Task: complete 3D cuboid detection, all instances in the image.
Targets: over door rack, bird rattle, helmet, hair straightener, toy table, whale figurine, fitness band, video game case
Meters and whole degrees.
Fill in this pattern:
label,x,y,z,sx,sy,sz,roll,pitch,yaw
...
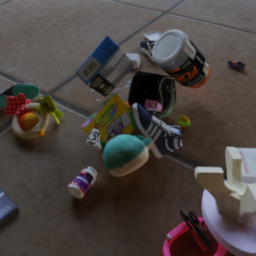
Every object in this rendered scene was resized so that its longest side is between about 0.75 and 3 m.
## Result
label,x,y,z,sx,sy,sz,roll,pitch,yaw
over door rack,-0.858,-2.000,12.487,1.700,0.566,1.256,-26,68,-6
bird rattle,-3.905,-0.500,11.082,2.336,1.316,1.905,2,61,7
helmet,0.962,-1.193,11.200,1.999,1.906,1.999,10,14,-2
hair straightener,1.935,2.768,8.041,0.533,0.284,1.386,-28,70,-23
toy table,3.098,1.880,7.744,2.581,1.644,2.808,-4,27,-9
whale figurine,-0.063,0.670,9.384,1.782,1.162,2.240,-28,11,21
fitness band,1.840,3.279,7.743,1.864,0.349,1.339,-25,50,-25
video game case,-4.762,2.388,8.776,2.276,0.216,1.626,33,53,27

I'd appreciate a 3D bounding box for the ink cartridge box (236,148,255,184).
label,x,y,z,sx,sy,sz,roll,pitch,yaw
ink cartridge box,4.437,1.382,9.413,1.724,0.730,1.246,3,45,1

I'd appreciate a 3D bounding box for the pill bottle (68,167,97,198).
label,x,y,z,sx,sy,sz,roll,pitch,yaw
pill bottle,-1.456,1.760,9.154,0.563,0.563,1.001,22,49,21

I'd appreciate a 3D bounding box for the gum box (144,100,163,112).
label,x,y,z,sx,sy,sz,roll,pitch,yaw
gum box,0.911,-0.764,9.872,0.453,0.799,0.264,10,88,19

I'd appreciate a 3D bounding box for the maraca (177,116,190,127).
label,x,y,z,sx,sy,sz,roll,pitch,yaw
maraca,2.225,-0.245,11.191,0.534,0.417,0.780,13,18,2

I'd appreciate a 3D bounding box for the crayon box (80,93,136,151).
label,x,y,z,sx,sy,sz,roll,pitch,yaw
crayon box,-0.603,-0.132,10.044,1.701,1.468,0.496,-51,28,-21

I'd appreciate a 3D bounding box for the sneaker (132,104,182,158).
label,x,y,z,sx,sy,sz,roll,pitch,yaw
sneaker,1.068,-0.041,9.561,1.205,2.221,0.778,-21,25,21

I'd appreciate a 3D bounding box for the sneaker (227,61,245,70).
label,x,y,z,sx,sy,sz,roll,pitch,yaw
sneaker,5.587,-3.313,14.427,0.931,0.365,0.351,25,49,23

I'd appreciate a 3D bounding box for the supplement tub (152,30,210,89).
label,x,y,z,sx,sy,sz,roll,pitch,yaw
supplement tub,2.272,-2.704,11.551,1.567,2.558,1.567,-19,59,35

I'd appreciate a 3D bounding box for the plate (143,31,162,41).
label,x,y,z,sx,sy,sz,roll,pitch,yaw
plate,1.570,-5.429,16.710,1.023,0.165,1.021,-22,48,-21

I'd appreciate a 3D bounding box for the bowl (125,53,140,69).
label,x,y,z,sx,sy,sz,roll,pitch,yaw
bowl,0.101,-3.568,14.676,1.053,0.394,1.055,6,46,7

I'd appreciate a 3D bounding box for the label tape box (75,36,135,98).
label,x,y,z,sx,sy,sz,roll,pitch,yaw
label tape box,-0.681,-2.176,10.983,1.799,2.495,0.790,-47,69,7

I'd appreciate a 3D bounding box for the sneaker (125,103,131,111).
label,x,y,z,sx,sy,sz,roll,pitch,yaw
sneaker,-0.510,-0.391,11.141,0.809,0.855,2.216,19,46,20

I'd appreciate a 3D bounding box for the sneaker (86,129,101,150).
label,x,y,z,sx,sy,sz,roll,pitch,yaw
sneaker,-0.962,0.322,8.310,0.343,0.860,0.560,10,79,19

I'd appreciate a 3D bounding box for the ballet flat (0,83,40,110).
label,x,y,z,sx,sy,sz,roll,pitch,yaw
ballet flat,-5.146,-1.418,12.221,2.486,0.894,0.894,-25,50,-24

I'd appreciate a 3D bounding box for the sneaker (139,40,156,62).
label,x,y,z,sx,sy,sz,roll,pitch,yaw
sneaker,1.239,-4.427,15.262,0.799,0.809,2.037,-21,47,-18
